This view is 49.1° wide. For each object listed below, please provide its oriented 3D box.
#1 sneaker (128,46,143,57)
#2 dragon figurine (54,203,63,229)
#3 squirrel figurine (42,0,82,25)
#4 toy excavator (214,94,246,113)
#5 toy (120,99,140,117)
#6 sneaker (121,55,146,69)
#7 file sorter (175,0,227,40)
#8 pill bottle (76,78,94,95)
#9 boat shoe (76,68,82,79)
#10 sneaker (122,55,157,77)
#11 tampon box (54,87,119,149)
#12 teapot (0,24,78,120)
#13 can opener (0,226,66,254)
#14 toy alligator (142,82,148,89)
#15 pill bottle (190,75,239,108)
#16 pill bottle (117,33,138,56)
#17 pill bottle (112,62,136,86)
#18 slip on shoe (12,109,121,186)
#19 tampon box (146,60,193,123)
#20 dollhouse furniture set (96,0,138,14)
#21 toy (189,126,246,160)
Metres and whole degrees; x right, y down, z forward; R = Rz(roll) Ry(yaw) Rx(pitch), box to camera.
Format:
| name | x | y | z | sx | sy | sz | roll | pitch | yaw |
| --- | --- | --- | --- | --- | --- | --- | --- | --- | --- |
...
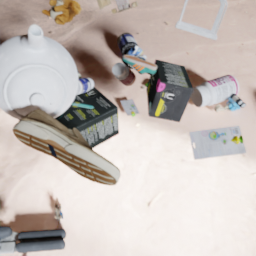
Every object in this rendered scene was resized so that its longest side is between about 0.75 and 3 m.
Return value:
| name | x | y | z | sx | sy | sz | roll | pitch | yaw |
| --- | --- | --- | --- | --- | --- | --- | --- | --- | --- |
| sneaker | 0.171 | -2.837 | 10.690 | 0.386 | 0.939 | 0.347 | 39 | 55 | -23 |
| dragon figurine | -2.108 | 2.655 | 8.494 | 0.245 | 0.414 | 0.833 | -8 | 64 | -10 |
| squirrel figurine | -2.265 | -4.360 | 10.001 | 0.855 | 1.128 | 1.208 | 43 | 30 | 23 |
| toy excavator | 4.332 | -0.936 | 12.005 | 1.045 | 1.075 | 0.537 | 26 | 25 | -42 |
| toy | 0.071 | -0.828 | 12.076 | 0.572 | 0.235 | 0.993 | -11 | 45 | -15 |
| sneaker | 0.251 | -2.689 | 11.241 | 1.284 | 0.475 | 0.528 | 19 | 72 | 46 |
| file sorter | 2.803 | -4.376 | 10.736 | 1.550 | 1.391 | 2.234 | 19 | 26 | 4 |
| pill bottle | -1.630 | -1.508 | 9.989 | 0.518 | 0.518 | 0.895 | 20 | 24 | 19 |
| boat shoe | -3.140 | -1.696 | 10.275 | 2.770 | 0.995 | 0.936 | -26 | 90 | -21 |
| sneaker | 0.318 | -1.917 | 8.792 | 1.125 | 0.450 | 0.402 | 20 | 34 | -2 |
| tampon box | -1.754 | -0.212 | 10.558 | 2.300 | 1.452 | 1.724 | -28 | 51 | -25 |
| teapot | -2.737 | -1.175 | 8.282 | 2.869 | 2.906 | 2.123 | -40 | 39 | 7 |
| can opener | -2.893 | 3.061 | 7.710 | 2.263 | 0.757 | 0.604 | -3 | 44 | -3 |
| toy alligator | 1.030 | -2.115 | 13.394 | 0.956 | 0.230 | 0.317 | -32 | 52 | -29 |
| pill bottle | 3.759 | -1.582 | 12.233 | 1.904 | 1.079 | 1.079 | -19 | 48 | -18 |
| pill bottle | 0.042 | -4.298 | 15.086 | 0.991 | 0.991 | 1.772 | -9 | 46 | -9 |
| pill bottle | -0.169 | -2.158 | 11.265 | 0.652 | 1.142 | 0.652 | -4 | 78 | 20 |
| slip on shoe | -1.390 | 0.418 | 6.841 | 2.875 | 1.093 | 0.871 | 23 | 55 | 13 |
| tampon box | 1.315 | -1.266 | 9.401 | 1.105 | 1.312 | 1.751 | 11 | 35 | -7 |
| dollhouse furniture set | -0.324 | -5.399 | 11.874 | 1.783 | 0.924 | 0.789 | -3 | 31 | 30 |
| toy | 1.913 | 0.342 | 6.066 | 1.095 | 0.259 | 0.631 | -9 | 70 | 6 |
